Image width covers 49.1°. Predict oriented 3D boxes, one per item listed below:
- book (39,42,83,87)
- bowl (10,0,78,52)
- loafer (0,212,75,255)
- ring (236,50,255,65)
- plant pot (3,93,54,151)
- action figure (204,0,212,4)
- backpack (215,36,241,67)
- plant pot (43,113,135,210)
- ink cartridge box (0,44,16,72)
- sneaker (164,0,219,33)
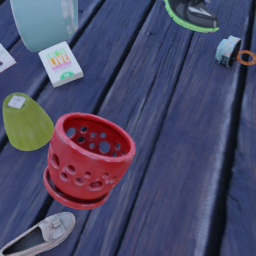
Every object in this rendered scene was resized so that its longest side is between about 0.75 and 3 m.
[{"bbox_3d":[-2.504,-2.345,10.362,1.135,0.408,1.699,-25,61,-12],"label":"book"},{"bbox_3d":[-2.072,-3.302,7.447,1.271,2.430,2.430,-4,56,0],"label":"bowl"},{"bbox_3d":[-2.164,2.672,6.840,1.885,0.593,0.678,-30,61,-18],"label":"loafer"},{"bbox_3d":[4.550,-2.719,10.753,0.807,0.077,0.807,0,57,-1],"label":"ring"},{"bbox_3d":[-3.075,-0.304,8.280,1.410,1.507,1.410,0,56,0],"label":"plant pot"},{"bbox_3d":[2.277,-4.106,9.313,1.116,0.387,0.726,-38,92,16],"label":"action figure"},{"bbox_3d":[3.708,-2.874,10.309,0.737,0.979,0.869,33,63,20],"label":"backpack"},{"bbox_3d":[-0.667,0.552,4.407,1.266,1.153,1.266,21,22,-9],"label":"plant pot"},{"bbox_3d":[-3.988,-2.121,6.870,2.158,0.543,1.176,51,50,-14],"label":"ink cartridge box"},{"bbox_3d":[1.419,-3.322,6.812,0.941,1.028,2.453,-20,71,-34],"label":"sneaker"}]
